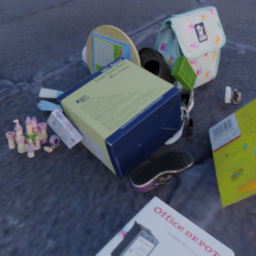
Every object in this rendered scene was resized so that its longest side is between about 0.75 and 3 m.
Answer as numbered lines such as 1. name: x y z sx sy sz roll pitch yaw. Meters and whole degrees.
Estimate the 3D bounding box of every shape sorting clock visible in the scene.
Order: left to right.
1. shape sorting clock: -0.598 -2.465 10.520 2.660 2.660 0.522 32 45 30

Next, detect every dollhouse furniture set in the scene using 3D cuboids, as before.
1. dollhouse furniture set: 0.928 -1.811 10.017 2.801 1.081 1.400 9 70 42

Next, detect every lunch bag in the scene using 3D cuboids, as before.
1. lunch bag: 2.341 -3.050 10.941 2.529 2.968 1.810 -26 48 -27

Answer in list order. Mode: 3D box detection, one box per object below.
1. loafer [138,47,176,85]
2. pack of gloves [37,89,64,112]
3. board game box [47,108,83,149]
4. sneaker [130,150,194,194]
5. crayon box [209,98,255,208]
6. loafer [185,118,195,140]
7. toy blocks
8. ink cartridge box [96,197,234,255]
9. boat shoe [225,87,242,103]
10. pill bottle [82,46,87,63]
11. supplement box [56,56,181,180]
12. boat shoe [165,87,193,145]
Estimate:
1. loafer: 0.889 -2.297 10.003 0.825 0.844 2.312 23 25 -43
2. pack of gloves: -2.635 -0.945 10.682 1.543 0.304 1.296 6 40 -9
3. board game box: -1.931 0.054 8.430 0.233 1.134 1.131 -42 96 -26
4. sneaker: 0.897 1.170 7.374 1.712 0.750 0.648 -21 50 -4
5. crayon box: 3.241 0.723 7.575 0.733 1.832 2.886 35 38 -21
6. loafer: 2.084 0.024 9.470 0.326 0.285 0.906 -4 35 24
7. toy blocks: -2.912 0.134 8.564 1.235 1.040 1.154 19 27 30
8. ink cartridge box: 0.405 3.043 5.460 2.060 1.195 2.791 31 52 30
9. boat shoe: 3.821 -1.131 10.101 0.536 0.567 1.582 5 0 25
10. pill bottle: -0.871 -2.874 12.028 2.253 1.262 1.262 29 49 28
11. supplement box: -0.220 -0.412 8.566 2.623 1.761 2.620 -38 53 -21
12. boat shoe: 1.667 -0.543 9.613 0.929 0.860 2.517 24 54 23
